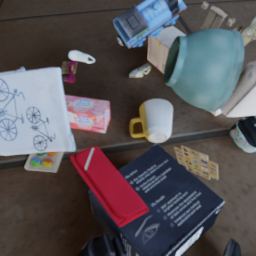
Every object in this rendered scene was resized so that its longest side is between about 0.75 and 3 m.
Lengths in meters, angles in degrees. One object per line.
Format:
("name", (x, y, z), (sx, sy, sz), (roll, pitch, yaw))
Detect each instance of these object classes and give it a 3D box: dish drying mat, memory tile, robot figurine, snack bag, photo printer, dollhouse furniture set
("dish drying mat", (-0.441, 1.117, 5.808), (0.747, 0.177, 1.944), (-19, 48, -34))
("memory tile", (-2.918, -2.963, 13.768), (0.750, 0.082, 0.978), (-1, 48, -1))
("robot figurine", (-0.798, 3.446, 6.792), (1.376, 1.832, 1.143), (38, 14, 4))
("snack bag", (-2.844, -0.460, 8.034), (2.638, 2.487, 0.282), (-5, 12, 17))
("photo printer", (4.181, -1.250, 8.408), (2.072, 2.490, 0.865), (-6, 66, -11))
("dollhouse furniture set", (3.277, -3.747, 10.361), (1.585, 1.352, 0.774), (41, 58, 12))

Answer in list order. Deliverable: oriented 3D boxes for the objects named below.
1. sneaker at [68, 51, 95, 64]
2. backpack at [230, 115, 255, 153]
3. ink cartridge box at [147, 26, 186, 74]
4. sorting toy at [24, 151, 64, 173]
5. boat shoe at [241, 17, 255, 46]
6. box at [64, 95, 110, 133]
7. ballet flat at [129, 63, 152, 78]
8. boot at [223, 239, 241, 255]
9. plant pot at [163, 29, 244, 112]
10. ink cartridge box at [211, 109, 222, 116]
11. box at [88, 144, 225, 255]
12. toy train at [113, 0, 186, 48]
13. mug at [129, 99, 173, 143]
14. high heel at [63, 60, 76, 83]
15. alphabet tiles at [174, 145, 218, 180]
("sneaker", (-1.521, -2.342, 9.244), (0.911, 0.321, 0.365), (5, 10, -33))
("backpack", (4.403, 0.283, 10.175), (1.070, 0.907, 1.205), (-23, 67, -21))
("ink cartridge box", (2.028, -3.696, 13.454), (1.471, 1.509, 2.348), (-24, 53, -21))
("sorting toy", (-2.978, 1.069, 9.978), (1.141, 0.208, 1.056), (6, 48, 5))
("boat shoe", (4.286, -3.269, 9.721), (1.261, 0.455, 0.410), (-52, 54, 5))
("box", (-1.723, -0.552, 10.951), (1.896, 0.973, 0.898), (8, 48, 8))
("ballet flat", (0.631, -2.657, 13.256), (1.307, 0.470, 0.470), (-34, 56, -26))
("boot", (3.354, 4.045, 6.838), (2.265, 0.743, 1.867), (16, 61, 21))
("plant pot", (2.185, -1.964, 9.002), (1.766, 2.636, 2.636), (11, 47, -7))
("ink cartridge box", (3.776, -1.470, 11.861), (1.488, 0.855, 2.540), (-24, 52, -20))
("box", (0.721, 2.286, 7.928), (2.616, 1.562, 2.660), (-31, 55, -25))
("toy train", (0.791, -4.020, 10.276), (2.838, 1.621, 1.230), (-33, 92, 5))
("mug", (0.988, -0.099, 10.602), (1.293, 1.615, 1.326), (20, 51, -27))
("high heel", (-2.530, -2.660, 13.157), (0.625, 0.438, 1.299), (10, 70, 21))
("alphabet tiles", (1.239, 0.646, 5.086), (0.810, 0.974, 0.031), (22, 67, 30))
